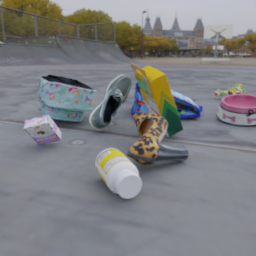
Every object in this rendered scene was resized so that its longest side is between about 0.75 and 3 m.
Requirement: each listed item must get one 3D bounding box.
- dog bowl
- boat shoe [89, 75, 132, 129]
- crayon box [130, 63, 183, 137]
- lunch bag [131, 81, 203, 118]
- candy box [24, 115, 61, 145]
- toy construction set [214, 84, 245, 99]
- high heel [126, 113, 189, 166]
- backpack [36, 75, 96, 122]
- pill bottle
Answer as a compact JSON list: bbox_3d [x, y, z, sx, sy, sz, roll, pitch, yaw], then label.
[{"bbox_3d":[4.312,-0.730,10.592,1.845,0.680,1.845,-5,26,2],"label":"dog bowl"},{"bbox_3d":[-0.427,-0.907,9.498,0.707,0.833,2.288,2,52,53],"label":"boat shoe"},{"bbox_3d":[0.886,-1.002,8.735,0.588,2.279,1.433,-27,27,-5],"label":"crayon box"},{"bbox_3d":[1.689,-1.117,11.792,2.945,1.385,2.217,10,14,1],"label":"lunch bag"},{"bbox_3d":[-2.361,0.075,7.801,0.706,0.841,0.301,-12,52,7],"label":"candy box"},{"bbox_3d":[5.566,-1.909,15.181,1.654,0.762,1.085,-9,40,-3],"label":"toy construction set"},{"bbox_3d":[0.282,0.119,7.138,1.640,0.822,2.301,2,27,-34],"label":"high heel"},{"bbox_3d":[-2.284,-1.105,10.381,1.963,1.665,2.211,8,4,-35],"label":"backpack"},{"bbox_3d":[-0.188,0.892,5.510,0.653,0.653,1.173,-6,19,-21],"label":"pill bottle"}]
